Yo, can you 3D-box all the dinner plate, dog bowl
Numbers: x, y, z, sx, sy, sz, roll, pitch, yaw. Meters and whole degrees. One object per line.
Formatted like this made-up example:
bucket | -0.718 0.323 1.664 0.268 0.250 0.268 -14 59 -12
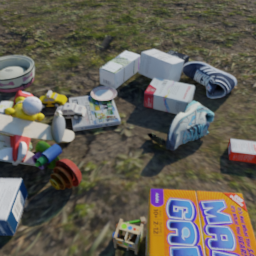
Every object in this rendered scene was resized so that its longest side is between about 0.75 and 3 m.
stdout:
dinner plate | -1.108 -1.537 12.777 1.175 0.142 1.175 -1 40 1
dog bowl | -5.760 -2.648 13.825 2.395 0.883 2.395 0 42 0

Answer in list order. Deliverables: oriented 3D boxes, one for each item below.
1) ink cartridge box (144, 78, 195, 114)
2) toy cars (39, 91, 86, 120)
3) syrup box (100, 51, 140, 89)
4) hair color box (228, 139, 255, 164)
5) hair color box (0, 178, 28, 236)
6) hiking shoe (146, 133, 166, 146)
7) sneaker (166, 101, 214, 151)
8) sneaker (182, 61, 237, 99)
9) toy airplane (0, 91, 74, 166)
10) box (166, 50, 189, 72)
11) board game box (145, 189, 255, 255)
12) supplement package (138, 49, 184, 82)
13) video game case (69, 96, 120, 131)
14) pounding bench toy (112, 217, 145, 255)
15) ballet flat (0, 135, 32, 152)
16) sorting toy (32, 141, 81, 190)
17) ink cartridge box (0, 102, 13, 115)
ink cartridge box | 1.831 -1.397 12.448 1.925 0.797 1.403 16 44 17
toy cars | -2.931 -1.028 11.979 2.723 0.603 1.221 28 50 37
syrup box | -0.376 -2.950 14.103 0.917 0.948 2.328 24 45 23
hair color box | 4.422 0.866 10.139 1.462 0.448 0.742 7 41 9
hair color box | -4.628 2.280 8.198 2.882 0.872 1.441 1 41 1
hiking shoe | 1.048 0.433 10.633 0.801 0.304 0.403 30 13 35
sneaker | 2.439 -0.056 10.725 1.239 1.114 2.871 26 48 22
sneaker | 3.656 -2.290 13.362 2.726 0.955 1.479 25 45 22
toy airplane | -3.682 -0.146 9.868 2.934 2.079 2.947 42 31 6
box | 2.442 -3.489 14.928 1.181 0.693 1.161 28 49 26
board game box | 1.502 2.965 6.430 2.164 2.165 2.163 2 41 2
supplement package | 1.621 -3.039 13.966 1.872 1.135 1.121 31 38 30
video game case | -1.500 -0.739 12.138 1.953 0.236 2.142 -9 41 -10
pounding bench toy | 0.025 2.847 7.779 0.735 0.586 0.943 11 43 13
ballet flat | -4.825 0.675 10.049 2.558 0.949 0.949 -9 42 -10
sorting toy | -2.526 1.253 9.043 2.178 1.309 0.894 26 47 28
ink cartridge box | -5.626 -0.841 12.254 1.061 0.254 0.772 2 42 0
